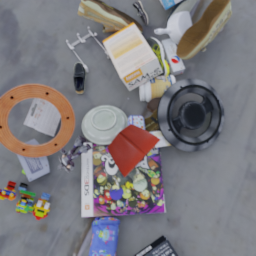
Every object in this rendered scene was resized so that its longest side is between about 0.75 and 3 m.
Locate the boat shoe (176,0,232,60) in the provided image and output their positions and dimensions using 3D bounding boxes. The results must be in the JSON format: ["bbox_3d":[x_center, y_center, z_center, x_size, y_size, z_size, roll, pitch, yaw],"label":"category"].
[{"bbox_3d":[2.963,-3.614,10.614,2.836,0.889,1.039,-49,47,2],"label":"boat shoe"}]

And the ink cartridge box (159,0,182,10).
[{"bbox_3d":[1.867,-5.937,10.721,1.996,1.457,1.464,-26,48,14],"label":"ink cartridge box"}]

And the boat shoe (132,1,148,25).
[{"bbox_3d":[0.499,-4.731,11.625,0.334,0.387,1.065,-22,89,-20],"label":"boat shoe"}]

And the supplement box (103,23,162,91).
[{"bbox_3d":[0.128,-2.672,10.456,1.438,0.839,2.283,-28,55,7],"label":"supplement box"}]

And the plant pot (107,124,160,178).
[{"bbox_3d":[0.089,0.611,9.028,1.091,1.237,1.238,44,125,7],"label":"plant pot"}]

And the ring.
[{"bbox_3d":[-3.112,-0.208,9.386,2.626,0.252,2.626,-6,114,-13],"label":"ring"}]

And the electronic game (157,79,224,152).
[{"bbox_3d":[2.303,-0.457,10.167,2.657,0.553,2.657,0,90,-15],"label":"electronic game"}]

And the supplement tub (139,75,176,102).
[{"bbox_3d":[1.096,-1.466,10.603,1.314,0.951,0.951,-5,76,-2],"label":"supplement tub"}]

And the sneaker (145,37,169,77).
[{"bbox_3d":[0.994,-2.758,10.935,0.769,0.676,1.816,-12,73,-35],"label":"sneaker"}]

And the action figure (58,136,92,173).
[{"bbox_3d":[-1.912,0.928,9.493,1.376,0.477,0.895,-44,68,5],"label":"action figure"}]

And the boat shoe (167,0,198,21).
[{"bbox_3d":[2.335,-5.284,11.562,0.697,0.844,2.255,43,100,24],"label":"boat shoe"}]

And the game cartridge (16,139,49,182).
[{"bbox_3d":[-3.374,1.123,9.969,0.887,0.272,1.332,-24,92,-25],"label":"game cartridge"}]

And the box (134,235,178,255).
[{"bbox_3d":[0.989,4.714,9.011,1.694,1.050,1.666,-33,80,-8],"label":"box"}]

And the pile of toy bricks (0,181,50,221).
[{"bbox_3d":[-3.620,2.609,9.731,1.787,0.991,0.882,21,105,-11],"label":"pile of toy bricks"}]

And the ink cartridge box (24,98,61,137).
[{"bbox_3d":[-3.060,-0.465,10.054,0.376,1.502,1.209,13,79,32],"label":"ink cartridge box"}]

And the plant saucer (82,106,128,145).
[{"bbox_3d":[-0.858,-0.209,10.156,1.710,0.429,1.710,-1,58,1],"label":"plant saucer"}]

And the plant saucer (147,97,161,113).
[{"bbox_3d":[1.089,-0.872,10.436,0.817,0.817,0.131,-7,47,-2],"label":"plant saucer"}]

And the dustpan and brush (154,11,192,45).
[{"bbox_3d":[1.806,-3.840,10.978,2.033,0.582,1.419,-21,99,-46],"label":"dustpan and brush"}]

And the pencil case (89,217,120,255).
[{"bbox_3d":[-0.876,4.095,9.233,0.982,0.882,2.261,8,76,1],"label":"pencil case"}]

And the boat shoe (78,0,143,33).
[{"bbox_3d":[-0.728,-4.280,11.290,2.662,0.954,1.014,24,120,-14],"label":"boat shoe"}]

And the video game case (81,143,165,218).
[{"bbox_3d":[-0.220,1.759,9.971,2.888,0.517,2.618,-2,73,-1],"label":"video game case"}]

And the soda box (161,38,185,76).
[{"bbox_3d":[1.769,-2.825,11.205,0.490,0.458,1.440,-17,76,-4],"label":"soda box"}]

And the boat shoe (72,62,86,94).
[{"bbox_3d":[-1.922,-2.006,11.025,0.497,0.414,1.331,-3,74,1],"label":"boat shoe"}]

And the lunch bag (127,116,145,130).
[{"bbox_3d":[0.269,-0.056,9.981,0.616,0.290,0.769,2,70,-16],"label":"lunch bag"}]

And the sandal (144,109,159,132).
[{"bbox_3d":[0.865,-0.134,10.438,1.778,0.480,0.714,-36,61,-6],"label":"sandal"}]

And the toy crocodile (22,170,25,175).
[{"bbox_3d":[-3.568,1.153,10.282,0.397,0.363,1.177,14,72,0],"label":"toy crocodile"}]

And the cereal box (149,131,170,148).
[{"bbox_3d":[1.111,0.404,10.013,0.795,0.157,0.572,-5,81,-26],"label":"cereal box"}]

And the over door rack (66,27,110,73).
[{"bbox_3d":[-1.620,-3.215,11.274,1.179,0.532,1.596,-34,79,-7],"label":"over door rack"}]
